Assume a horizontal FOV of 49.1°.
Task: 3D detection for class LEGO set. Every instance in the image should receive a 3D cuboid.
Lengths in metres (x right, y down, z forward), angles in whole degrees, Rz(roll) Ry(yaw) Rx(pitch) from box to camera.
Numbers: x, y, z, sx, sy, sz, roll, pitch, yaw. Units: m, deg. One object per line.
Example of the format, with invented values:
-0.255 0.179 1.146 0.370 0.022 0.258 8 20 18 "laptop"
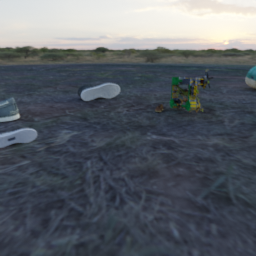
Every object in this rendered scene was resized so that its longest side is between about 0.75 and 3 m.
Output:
2.784 -1.486 11.950 1.299 1.724 2.242 -2 1 -17 "LEGO set"

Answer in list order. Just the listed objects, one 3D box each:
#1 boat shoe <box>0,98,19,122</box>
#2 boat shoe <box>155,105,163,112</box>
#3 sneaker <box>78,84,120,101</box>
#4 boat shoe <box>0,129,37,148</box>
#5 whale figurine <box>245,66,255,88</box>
-5.695 -0.673 10.608 2.886 0.891 1.051 -4 17 -15 "boat shoe"
1.370 -0.868 12.377 0.276 0.259 0.768 10 18 20 "boat shoe"
-1.687 -2.081 15.481 2.404 0.850 1.192 -14 26 -29 "sneaker"
-3.353 0.267 8.299 1.229 0.436 0.429 -18 26 -30 "boat shoe"
9.047 -3.147 17.968 2.244 1.464 2.821 -8 27 -37 "whale figurine"
